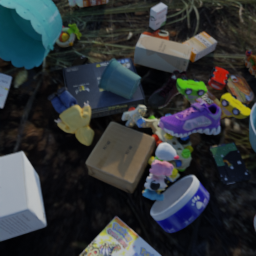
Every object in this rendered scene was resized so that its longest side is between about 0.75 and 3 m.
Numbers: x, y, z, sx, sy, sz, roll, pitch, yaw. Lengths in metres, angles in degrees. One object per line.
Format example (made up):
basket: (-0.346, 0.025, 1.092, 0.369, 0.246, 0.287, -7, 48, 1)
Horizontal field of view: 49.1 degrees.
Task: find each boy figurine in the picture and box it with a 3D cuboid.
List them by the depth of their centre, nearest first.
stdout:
boy figurine: (-1.856, -0.387, 9.879, 1.369, 0.709, 2.202, -36, 90, 2)

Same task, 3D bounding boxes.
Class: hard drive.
hard drive: (3.435, 1.221, 9.597, 0.990, 0.268, 1.417, -10, 59, -6)

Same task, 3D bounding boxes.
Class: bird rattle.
bird rattle: (-2.931, -4.273, 12.812, 1.446, 0.815, 1.179, 5, 75, 6)

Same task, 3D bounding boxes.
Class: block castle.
block castle: (5.599, -2.788, 11.911, 0.876, 0.615, 1.311, -11, 59, -7)

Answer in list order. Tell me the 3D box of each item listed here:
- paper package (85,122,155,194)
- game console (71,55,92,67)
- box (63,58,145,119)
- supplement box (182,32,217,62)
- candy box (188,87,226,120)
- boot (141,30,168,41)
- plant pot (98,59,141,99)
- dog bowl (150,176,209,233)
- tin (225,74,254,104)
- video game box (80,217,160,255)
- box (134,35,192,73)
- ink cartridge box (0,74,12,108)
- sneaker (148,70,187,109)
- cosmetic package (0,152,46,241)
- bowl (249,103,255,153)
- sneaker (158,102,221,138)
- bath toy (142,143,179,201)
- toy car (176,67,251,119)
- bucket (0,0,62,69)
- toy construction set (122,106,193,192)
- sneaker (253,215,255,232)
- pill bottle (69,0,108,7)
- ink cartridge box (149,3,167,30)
paper package: (-0.233, 0.948, 9.363, 1.766, 0.958, 1.852, 21, 61, 13)
game console: (-1.807, -2.696, 12.113, 1.282, 0.155, 0.756, 25, 61, 18)
box: (-0.996, -1.565, 11.063, 2.881, 0.735, 2.272, -11, 60, -7)
supplement box: (3.136, -3.621, 12.495, 1.366, 0.502, 0.861, -32, 64, -19)
candy box: (3.054, -0.869, 10.821, 0.846, 0.409, 1.450, -22, 62, -16)
boot: (1.228, -4.218, 12.764, 1.336, 0.717, 0.501, 19, 61, 13)
plant pot: (-0.260, -1.682, 10.100, 1.184, 1.209, 1.209, 29, 62, 6)
dog bowl: (1.479, 2.183, 8.106, 1.689, 1.689, 0.665, -40, 89, -22)
tin: (4.451, -1.542, 11.307, 0.810, 0.303, 1.446, -11, 61, -10)
video game box: (-0.183, 3.902, 7.594, 2.228, 0.521, 2.029, 36, 52, 20)
box: (1.451, -3.081, 11.831, 2.239, 0.870, 1.063, 15, 51, 5)
ink cartridge box: (-5.046, -1.356, 10.505, 0.937, 0.543, 1.609, 17, 46, -23)
sneaker: (1.546, -1.627, 10.803, 0.747, 1.141, 1.975, 39, 62, 24)
cosmetic package: (-3.777, 2.124, 8.097, 2.189, 1.832, 1.821, -15, 58, -10)
bowl: (5.240, 0.255, 9.571, 2.556, 1.337, 2.556, 0, 59, 0)
sneaker: (2.119, -0.355, 9.262, 2.398, 1.060, 0.964, -4, 35, -23)
bath toy: (0.995, 1.289, 8.174, 0.658, 1.781, 0.775, 23, 24, 18)
toy car: (2.926, -1.342, 10.432, 2.611, 0.619, 2.774, 4, 47, -17)
bucket: (-4.250, -4.087, 11.389, 2.962, 2.962, 1.927, 16, 51, 10)
toy construction set: (1.046, 0.485, 9.522, 1.931, 1.357, 2.945, -25, 72, -17)
sneaker: (4.368, 3.228, 8.059, 0.702, 0.741, 1.803, -22, 60, -13)
pill bottle: (-2.045, -6.707, 14.092, 1.955, 1.096, 1.096, -13, 59, -7)
ink cartridge box: (1.416, -5.259, 13.236, 0.726, 0.994, 0.419, -36, 64, -20)
